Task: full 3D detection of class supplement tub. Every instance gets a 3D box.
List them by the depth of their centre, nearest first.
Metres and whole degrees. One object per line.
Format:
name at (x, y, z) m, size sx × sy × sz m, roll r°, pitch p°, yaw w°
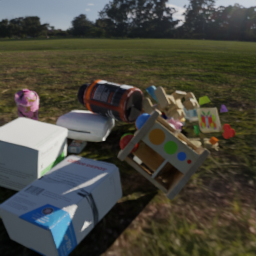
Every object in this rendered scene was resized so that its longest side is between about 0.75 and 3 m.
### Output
supplement tub at (-0.761, -1.083, 10.785) m, size 2.541 × 1.359 × 1.359 m, roll 17°, pitch 26°, yaw 32°

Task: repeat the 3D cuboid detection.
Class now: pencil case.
pencil case at (-3.655, -0.458, 10.260) m, size 0.855 × 1.977 × 0.818 m, roll 35°, pitch 50°, yaw 15°

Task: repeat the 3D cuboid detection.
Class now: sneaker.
sneaker at (2.897, -0.693, 12.196) m, size 0.737 × 0.809 × 1.973 m, roll 0°, pitch 4°, yaw -32°

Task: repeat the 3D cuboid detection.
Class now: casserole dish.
casserole dish at (1.484, -1.210, 12.099) m, size 1.818 × 0.353 × 1.101 m, roll 33°, pitch 15°, yaw -37°

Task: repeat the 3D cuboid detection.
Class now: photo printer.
photo printer at (-1.625, -0.091, 10.774) m, size 1.899 × 0.793 × 2.283 m, roll 8°, pitch 12°, yaw 5°

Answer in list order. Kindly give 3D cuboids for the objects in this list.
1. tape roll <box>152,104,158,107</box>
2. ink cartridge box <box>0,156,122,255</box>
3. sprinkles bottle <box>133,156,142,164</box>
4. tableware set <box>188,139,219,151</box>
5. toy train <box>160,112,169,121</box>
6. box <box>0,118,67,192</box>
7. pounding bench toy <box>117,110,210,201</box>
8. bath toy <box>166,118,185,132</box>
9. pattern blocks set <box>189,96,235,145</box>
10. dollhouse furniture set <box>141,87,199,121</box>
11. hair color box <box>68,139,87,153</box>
tape roll at (0.894, -0.671, 12.587) m, size 1.083 × 0.358 × 1.083 m, roll -28°, pitch 7°, yaw 3°
ink cartridge box at (-1.376, 1.602, 6.154) m, size 1.580 × 0.927 × 2.158 m, roll 7°, pitch 27°, yaw 33°
sprinkles bottle at (0.471, 0.956, 9.072) m, size 0.284 × 0.284 × 0.832 m, roll 11°, pitch 13°, yaw 26°
tableware set at (2.719, 0.640, 10.272) m, size 1.074 × 0.215 × 0.710 m, roll 0°, pitch 24°, yaw 7°
toy train at (1.339, -0.416, 12.588) m, size 0.763 × 0.558 × 1.319 m, roll 0°, pitch 15°, yaw 34°
box at (-2.853, 0.739, 7.983) m, size 1.681 × 1.440 × 1.673 m, roll 12°, pitch 22°, yaw 11°
pounding bench toy at (0.732, 0.562, 7.461) m, size 1.792 × 1.427 × 2.298 m, roll 39°, pitch 0°, yaw 0°
bath toy at (1.871, -0.027, 11.435) m, size 0.824 × 0.700 × 1.895 m, roll -27°, pitch 6°, yaw 28°
pattern blocks set at (2.863, -0.255, 9.951) m, size 0.162 × 1.755 × 1.997 m, roll -14°, pitch -8°, yaw -21°
dollhouse furniture set at (1.211, -0.910, 10.932) m, size 1.961 × 2.135 × 1.389 m, roll 0°, pitch 60°, yaw -45°
hair color box at (-1.841, 0.632, 10.212) m, size 0.416 × 0.255 × 0.841 m, roll 4°, pitch 20°, yaw 9°
